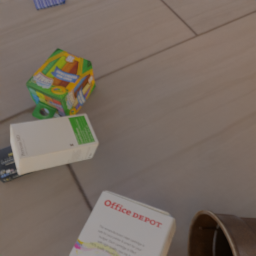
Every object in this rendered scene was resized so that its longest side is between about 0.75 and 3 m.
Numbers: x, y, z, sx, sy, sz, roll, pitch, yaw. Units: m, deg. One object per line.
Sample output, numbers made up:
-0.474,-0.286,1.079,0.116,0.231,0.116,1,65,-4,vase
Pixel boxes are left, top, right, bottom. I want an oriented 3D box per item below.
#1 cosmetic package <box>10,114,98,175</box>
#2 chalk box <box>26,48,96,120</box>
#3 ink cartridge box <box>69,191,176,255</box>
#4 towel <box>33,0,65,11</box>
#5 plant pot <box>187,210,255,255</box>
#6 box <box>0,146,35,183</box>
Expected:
-2.363,0.474,8.922,2.437,1.034,1.311,-11,60,-31,cosmetic package
-2.479,-1.317,10.033,1.534,1.523,2.457,24,63,13,chalk box
-0.264,3.444,7.232,2.161,1.266,2.991,15,60,23,ink cartridge box
-3.835,-6.209,13.552,1.453,0.173,1.052,-19,62,-10,towel
3.329,3.473,6.765,2.931,2.961,2.961,1,60,-9,plant pot
-3.653,1.065,9.365,1.399,0.357,1.103,-20,61,-11,box
